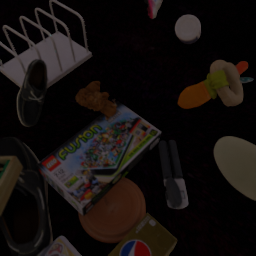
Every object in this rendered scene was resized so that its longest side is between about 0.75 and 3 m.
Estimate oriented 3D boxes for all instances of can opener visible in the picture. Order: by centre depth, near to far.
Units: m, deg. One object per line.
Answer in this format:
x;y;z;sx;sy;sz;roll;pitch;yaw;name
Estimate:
1.004;0.950;6.246;0.454;0.569;1.701;-3;56;-2;can opener

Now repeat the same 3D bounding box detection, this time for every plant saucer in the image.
-0.344;1.671;5.963;1.438;0.232;1.438;0;55;0;plant saucer

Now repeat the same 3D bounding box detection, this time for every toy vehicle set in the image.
-3.040;1.595;4.722;1.630;0.348;2.624;-4;43;10;toy vehicle set

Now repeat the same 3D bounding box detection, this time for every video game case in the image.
-1.198;3.044;3.758;2.416;0.304;2.655;-36;37;-27;video game case

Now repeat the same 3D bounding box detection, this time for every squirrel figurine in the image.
-0.691;-0.559;6.326;0.854;0.915;0.648;42;109;11;squirrel figurine

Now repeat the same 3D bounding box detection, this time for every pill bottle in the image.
1.815;-2.911;8.400;0.710;0.710;1.278;17;14;12;pill bottle

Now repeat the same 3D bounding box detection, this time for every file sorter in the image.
-2.481;-2.354;8.002;1.589;1.426;2.290;36;63;23;file sorter

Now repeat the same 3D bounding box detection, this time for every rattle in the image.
2.523;-1.156;7.871;1.326;1.455;2.036;42;40;1;rattle

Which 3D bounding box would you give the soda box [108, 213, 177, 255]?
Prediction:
-0.125;2.661;4.982;0.757;0.716;2.235;38;64;23;soda box

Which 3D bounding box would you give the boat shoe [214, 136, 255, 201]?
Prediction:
3.095;1.169;5.927;2.818;1.003;0.882;39;21;27;boat shoe

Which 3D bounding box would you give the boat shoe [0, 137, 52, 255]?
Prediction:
-2.269;1.248;5.818;1.046;0.985;2.913;-20;56;-11;boat shoe

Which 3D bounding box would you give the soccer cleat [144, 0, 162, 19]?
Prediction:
0.952;-4.424;9.985;0.599;0.484;1.386;-5;55;-4;soccer cleat

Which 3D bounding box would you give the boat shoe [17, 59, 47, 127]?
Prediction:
-2.380;-0.862;7.018;0.617;0.581;1.718;9;94;-33;boat shoe

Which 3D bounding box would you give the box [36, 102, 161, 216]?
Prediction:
-0.571;0.558;6.319;1.404;0.443;2.550;36;57;20;box
